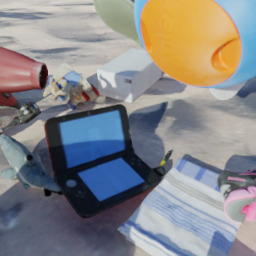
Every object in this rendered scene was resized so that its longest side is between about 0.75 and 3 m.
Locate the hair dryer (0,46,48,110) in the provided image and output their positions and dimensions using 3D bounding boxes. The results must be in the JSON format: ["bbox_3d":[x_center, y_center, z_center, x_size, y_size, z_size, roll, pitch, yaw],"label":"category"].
[{"bbox_3d":[-2.066,-0.736,4.009,2.598,0.706,1.979,4,-4,41],"label":"hair dryer"}]

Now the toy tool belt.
[{"bbox_3d":[-1.706,-0.999,8.009,1.143,1.162,1.861,-43,46,-8],"label":"toy tool belt"}]

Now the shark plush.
[{"bbox_3d":[-1.959,0.820,5.449,0.858,0.787,1.889,-23,41,-29],"label":"shark plush"}]

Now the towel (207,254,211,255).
[{"bbox_3d":[1.778,2.833,2.780,2.790,0.326,2.128,23,42,21],"label":"towel"}]

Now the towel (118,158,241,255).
[{"bbox_3d":[1.118,1.459,4.997,1.662,0.269,2.263,23,41,28],"label":"towel"}]

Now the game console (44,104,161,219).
[{"bbox_3d":[-0.397,0.488,5.099,1.795,1.065,1.547,-16,41,-36],"label":"game console"}]

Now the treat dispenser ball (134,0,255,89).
[{"bbox_3d":[0.863,-1.204,2.819,1.597,1.597,1.597,0,35,0],"label":"treat dispenser ball"}]

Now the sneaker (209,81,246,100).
[{"bbox_3d":[1.225,-1.557,4.365,0.903,2.399,1.062,-34,36,-8],"label":"sneaker"}]

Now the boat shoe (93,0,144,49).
[{"bbox_3d":[0.153,-2.754,6.960,0.899,2.523,0.760,-16,62,39],"label":"boat shoe"}]

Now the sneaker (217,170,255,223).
[{"bbox_3d":[2.567,1.073,5.027,2.081,0.822,0.993,3,29,-10],"label":"sneaker"}]

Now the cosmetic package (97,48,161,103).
[{"bbox_3d":[0.115,-1.773,9.091,1.249,0.898,2.213,19,40,25],"label":"cosmetic package"}]

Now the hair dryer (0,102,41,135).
[{"bbox_3d":[-3.558,-0.173,5.908,2.849,2.170,0.774,-28,69,20],"label":"hair dryer"}]

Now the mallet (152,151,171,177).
[{"bbox_3d":[0.785,0.738,6.007,0.330,0.206,1.001,-25,12,41],"label":"mallet"}]
